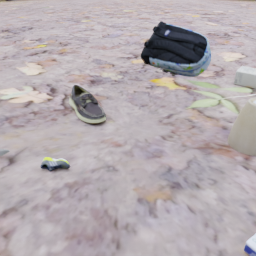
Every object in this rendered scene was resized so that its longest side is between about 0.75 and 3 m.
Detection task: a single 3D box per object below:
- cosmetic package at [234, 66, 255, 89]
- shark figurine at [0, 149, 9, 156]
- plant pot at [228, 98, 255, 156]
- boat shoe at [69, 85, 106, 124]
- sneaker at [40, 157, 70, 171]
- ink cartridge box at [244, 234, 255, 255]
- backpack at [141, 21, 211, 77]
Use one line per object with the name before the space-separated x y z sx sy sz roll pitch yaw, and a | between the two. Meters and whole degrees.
cosmetic package | 5.427 -2.041 11.682 1.684 0.599 0.886 21 36 32
shark figurine | -3.621 1.118 6.411 0.843 1.206 2.019 29 15 0
plant pot | 3.482 -0.117 7.694 1.224 1.307 1.224 0 30 0
boat shoe | -1.466 -0.839 9.508 0.808 0.715 2.206 -19 35 -29
sneaker | -1.811 0.944 6.946 0.775 0.286 0.314 2 36 18
ink cartridge box | 2.913 2.163 4.814 1.277 0.276 1.253 -18 35 -31
backpack | 1.030 -1.493 5.505 1.200 0.922 0.979 16 72 39
